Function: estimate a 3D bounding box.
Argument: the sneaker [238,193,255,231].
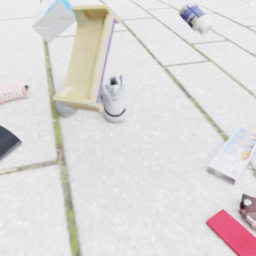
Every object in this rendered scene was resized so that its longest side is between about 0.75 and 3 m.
[{"bbox_3d":[3.536,1.919,7.375,1.605,0.607,0.927,-25,42,-27],"label":"sneaker"}]

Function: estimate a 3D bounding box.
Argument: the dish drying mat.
[{"bbox_3d":[2.736,2.736,6.679,0.686,0.163,1.786,-24,45,-26],"label":"dish drying mat"}]

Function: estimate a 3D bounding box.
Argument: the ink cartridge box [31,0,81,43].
[{"bbox_3d":[-2.186,-3.788,8.855,1.256,0.723,2.168,-29,40,24],"label":"ink cartridge box"}]

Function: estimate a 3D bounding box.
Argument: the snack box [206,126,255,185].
[{"bbox_3d":[3.521,0.792,9.026,0.909,0.308,2.530,26,45,30],"label":"snack box"}]

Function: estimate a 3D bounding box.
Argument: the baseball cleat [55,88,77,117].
[{"bbox_3d":[-2.212,-1.808,11.336,1.018,1.554,2.921,11,41,0],"label":"baseball cleat"}]

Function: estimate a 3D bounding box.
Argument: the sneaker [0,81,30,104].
[{"bbox_3d":[-4.821,-1.454,11.593,0.933,0.672,1.785,13,35,24],"label":"sneaker"}]

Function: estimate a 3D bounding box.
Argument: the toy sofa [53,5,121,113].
[{"bbox_3d":[-0.866,-1.594,6.729,0.984,2.376,1.160,9,-4,26],"label":"toy sofa"}]

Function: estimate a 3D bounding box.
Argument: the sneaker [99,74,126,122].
[{"bbox_3d":[-0.619,-1.560,11.021,1.014,1.551,2.698,-6,38,-8],"label":"sneaker"}]

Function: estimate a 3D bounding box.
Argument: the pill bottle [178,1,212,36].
[{"bbox_3d":[1.843,-2.963,7.625,0.508,0.508,0.916,-29,73,-32],"label":"pill bottle"}]

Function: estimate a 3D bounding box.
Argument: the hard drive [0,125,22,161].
[{"bbox_3d":[-5.267,0.375,9.302,2.922,0.618,1.971,18,42,22],"label":"hard drive"}]
